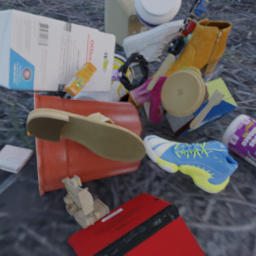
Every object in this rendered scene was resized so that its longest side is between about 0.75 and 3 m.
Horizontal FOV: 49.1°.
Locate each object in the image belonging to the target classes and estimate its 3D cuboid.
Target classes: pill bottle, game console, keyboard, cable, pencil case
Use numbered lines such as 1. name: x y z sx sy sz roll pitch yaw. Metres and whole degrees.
1. pill bottle: 1.144 -4.967 11.059 1.782 1.782 2.978 3 15 3
2. game console: 0.170 2.671 6.041 2.265 1.344 1.952 -24 14 -27
3. keyboard: -2.654 -0.830 9.740 1.359 0.220 2.139 9 55 29
4. cable: 0.211 -1.704 8.653 0.348 1.371 1.118 27 87 35
5. pill bottle: 3.710 0.546 7.799 1.072 1.072 1.909 -30 52 -31
6. pencil case: -0.652 -1.577 8.500 0.904 0.379 0.386 -3 37 -20
7. pill bottle: -0.871 -1.313 9.804 1.572 1.572 2.751 10 41 12

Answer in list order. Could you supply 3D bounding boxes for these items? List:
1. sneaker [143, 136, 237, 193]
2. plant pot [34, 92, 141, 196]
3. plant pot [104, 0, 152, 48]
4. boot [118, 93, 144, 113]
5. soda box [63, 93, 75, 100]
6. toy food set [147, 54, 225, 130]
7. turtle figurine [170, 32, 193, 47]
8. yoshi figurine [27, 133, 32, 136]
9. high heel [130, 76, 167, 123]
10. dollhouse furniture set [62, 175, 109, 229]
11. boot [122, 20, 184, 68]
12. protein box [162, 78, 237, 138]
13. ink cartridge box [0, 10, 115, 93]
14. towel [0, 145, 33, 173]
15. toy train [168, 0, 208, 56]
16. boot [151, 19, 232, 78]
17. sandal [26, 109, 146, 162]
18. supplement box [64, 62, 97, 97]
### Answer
1. sneaker: 1.620 0.608 6.904 2.434 1.279 0.922 29 29 -15
2. plant pot: -1.080 0.334 7.331 2.492 2.563 2.563 -3 39 -17
3. plant pot: 0.534 -5.622 14.300 2.926 2.930 2.594 -11 52 -14
4. boot: 0.195 -1.034 9.170 0.577 1.504 1.167 40 9 25
5. soda box: -1.926 -1.333 10.693 0.531 0.494 1.557 9 41 11
6. toy food set: 1.393 -0.880 6.936 0.367 1.261 1.827 8 34 -54
7. turtle figurine: 3.081 -4.553 14.242 1.697 1.141 2.267 11 35 13
8. yoshi figurine: -2.295 -0.056 8.540 1.395 0.784 0.781 6 3 -33
9. high heel: 0.952 -0.833 8.565 1.110 2.314 0.779 -24 61 14
10. dollhouse furniture set: -1.016 1.425 6.357 0.707 1.449 1.235 -26 27 -30
11. boot: 1.061 -2.912 10.008 2.407 1.151 0.885 -15 -1 16
12. protein box: 2.148 -0.568 8.646 1.509 1.520 1.026 -19 77 -21
13. ink cartridge box: -1.802 -1.838 7.327 2.938 1.702 0.980 -4 15 -44
14. towel: -3.433 0.890 8.267 0.932 0.150 0.890 11 40 12
15. toy train: 1.783 -2.998 8.321 0.325 1.906 0.436 21 19 -27
16. boot: 1.867 -2.308 8.595 2.604 1.864 0.916 -20 54 -18
17. sandal: -0.767 -0.051 5.916 2.564 0.940 0.843 17 40 -24
18. supplement box: -1.168 -1.199 6.916 0.317 0.307 0.921 6 58 56
